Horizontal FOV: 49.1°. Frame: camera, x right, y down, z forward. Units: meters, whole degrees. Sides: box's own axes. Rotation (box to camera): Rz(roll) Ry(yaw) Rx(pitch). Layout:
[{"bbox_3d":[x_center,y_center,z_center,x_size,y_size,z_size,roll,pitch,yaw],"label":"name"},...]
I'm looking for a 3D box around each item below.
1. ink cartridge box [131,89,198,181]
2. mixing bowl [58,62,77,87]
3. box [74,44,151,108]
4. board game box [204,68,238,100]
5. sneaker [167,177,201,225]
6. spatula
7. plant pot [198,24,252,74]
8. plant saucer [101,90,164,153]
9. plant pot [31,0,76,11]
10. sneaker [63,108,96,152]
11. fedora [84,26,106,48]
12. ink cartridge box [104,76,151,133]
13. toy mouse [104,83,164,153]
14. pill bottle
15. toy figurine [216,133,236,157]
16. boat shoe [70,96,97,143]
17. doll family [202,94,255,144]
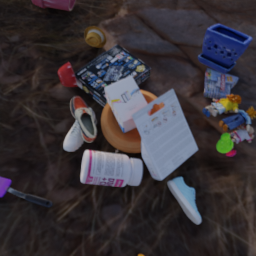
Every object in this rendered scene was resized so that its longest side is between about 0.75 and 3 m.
[{"bbox_3d":[1.161,0.214,9.301,1.946,0.683,2.394,-33,102,-27],"label":"ink cartridge box"},{"bbox_3d":[-2.419,-2.009,10.976,0.549,1.013,1.013,-20,60,-13],"label":"mixing bowl"},{"bbox_3d":[-0.659,-2.210,11.783,2.070,0.599,2.604,40,66,22],"label":"box"},{"bbox_3d":[3.874,-1.802,11.647,1.326,0.409,1.327,9,58,6],"label":"board game box"},{"bbox_3d":[1.955,2.256,9.000,0.665,0.600,1.623,-27,62,-11],"label":"sneaker"},{"bbox_3d":[-3.553,2.192,9.249,2.359,0.242,0.667,15,60,10],"label":"spatula"},{"bbox_3d":[3.982,-3.285,11.765,1.642,1.477,1.642,31,37,17],"label":"plant pot"},{"bbox_3d":[0.221,-0.330,10.022,2.455,0.459,2.455,-1,69,3],"label":"plant saucer"},{"bbox_3d":[-3.582,-6.838,14.007,1.818,2.031,2.031,20,59,-5],"label":"plant pot"},{"bbox_3d":[-1.829,0.050,10.293,0.691,0.728,1.808,23,60,12],"label":"sneaker"},{"bbox_3d":[-1.543,-3.999,12.608,1.133,1.133,0.462,19,52,11],"label":"fedora"},{"bbox_3d":[-0.029,-0.778,9.434,1.024,1.042,1.416,-25,71,-8],"label":"ink cartridge box"},{"bbox_3d":[0.028,-0.694,10.699,2.788,0.540,2.478,-33,70,-10],"label":"toy mouse"},{"bbox_3d":[-0.543,1.349,9.066,1.855,1.052,1.052,8,57,-13],"label":"pill bottle"},{"bbox_3d":[3.537,0.682,9.875,0.582,0.714,0.776,-9,55,39],"label":"toy figurine"},{"bbox_3d":[-1.546,-0.373,9.827,0.637,0.560,1.789,-14,73,-23],"label":"boat shoe"},{"bbox_3d":[3.963,-0.497,10.475,1.387,1.007,2.235,-23,61,-14],"label":"doll family"}]
